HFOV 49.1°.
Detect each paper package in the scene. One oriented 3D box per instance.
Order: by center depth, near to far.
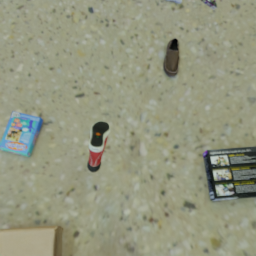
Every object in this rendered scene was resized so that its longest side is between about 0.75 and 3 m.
[{"bbox_3d":[-3.491,4.510,9.130,2.516,1.302,2.398,-2,71,-2],"label":"paper package"}]

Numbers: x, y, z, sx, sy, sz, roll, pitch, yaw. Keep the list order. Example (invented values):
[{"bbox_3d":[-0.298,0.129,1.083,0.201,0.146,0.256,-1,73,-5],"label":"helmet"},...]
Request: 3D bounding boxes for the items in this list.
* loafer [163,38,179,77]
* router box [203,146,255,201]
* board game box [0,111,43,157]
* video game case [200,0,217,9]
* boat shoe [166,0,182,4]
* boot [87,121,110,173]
[{"bbox_3d":[1.871,-3.078,12.032,0.664,0.645,1.817,3,71,1],"label":"loafer"},{"bbox_3d":[4.207,1.672,10.433,2.480,0.633,1.849,-4,71,-1],"label":"router box"},{"bbox_3d":[-4.225,0.242,11.062,1.217,0.360,1.600,14,72,5],"label":"board game box"},{"bbox_3d":[2.265,-3.941,8.025,0.772,0.152,0.851,4,79,-44],"label":"video game case"},{"bbox_3d":[2.126,-6.197,13.262,0.930,0.311,0.342,18,72,6],"label":"boat shoe"},{"bbox_3d":[-0.869,0.536,7.963,0.530,1.056,1.465,11,34,0],"label":"boot"}]
